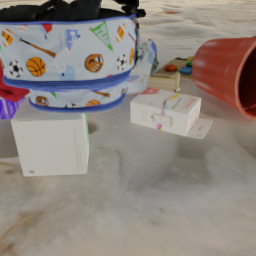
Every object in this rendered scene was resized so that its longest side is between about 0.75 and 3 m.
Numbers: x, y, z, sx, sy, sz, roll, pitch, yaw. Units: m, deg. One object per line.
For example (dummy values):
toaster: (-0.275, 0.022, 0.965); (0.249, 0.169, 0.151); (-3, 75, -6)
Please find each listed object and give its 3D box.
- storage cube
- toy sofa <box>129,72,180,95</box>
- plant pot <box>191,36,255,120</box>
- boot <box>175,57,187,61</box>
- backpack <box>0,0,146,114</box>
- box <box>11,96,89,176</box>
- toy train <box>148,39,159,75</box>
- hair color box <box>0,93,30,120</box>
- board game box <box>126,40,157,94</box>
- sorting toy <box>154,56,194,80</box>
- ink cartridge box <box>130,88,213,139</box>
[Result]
storage cube: (-2.745, -1.426, 6.554); (1.125, 1.070, 1.251); (-30, 66, 21)
toy sofa: (0.987, -1.767, 11.207); (2.116, 1.033, 0.876); (7, 8, 13)
plant pot: (3.878, -2.013, 9.925); (2.793, 2.793, 2.716); (-13, 25, -21)
boot: (2.817, -3.502, 14.637); (0.797, 0.293, 0.301); (12, 7, 20)
backpack: (-1.088, -1.434, 5.313); (2.885, 2.223, 2.748); (-5, 16, 7)
box: (-1.825, 0.165, 7.013); (1.598, 1.591, 1.369); (-1, 29, -3)
toy train: (0.847, -3.260, 13.046); (1.023, 1.368, 2.401); (9, 32, 13)
hair color box: (-3.087, -1.052, 9.855); (2.601, 0.843, 1.422); (-7, 31, -8)
board game box: (-0.242, -2.154, 10.535); (2.314, 0.502, 2.303); (-7, 48, 30)
sorting toy: (2.696, -3.003, 13.246); (2.019, 0.363, 2.710); (12, 37, 30)
ink cartridge box: (1.433, -0.527, 8.981); (2.388, 0.806, 1.391); (15, 34, 24)
